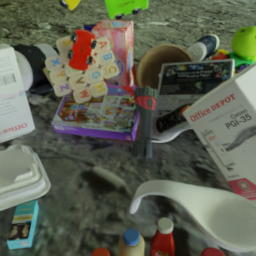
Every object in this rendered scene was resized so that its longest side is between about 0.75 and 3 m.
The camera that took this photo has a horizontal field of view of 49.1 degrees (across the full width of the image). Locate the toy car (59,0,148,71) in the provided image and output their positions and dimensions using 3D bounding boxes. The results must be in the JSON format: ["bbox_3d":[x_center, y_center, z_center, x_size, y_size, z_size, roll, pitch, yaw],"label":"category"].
[{"bbox_3d":[-0.789,-3.294,7.904,2.715,2.885,0.643,-15,29,3],"label":"toy car"}]

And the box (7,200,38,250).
[{"bbox_3d":[-2.185,1.997,5.862,0.422,0.252,1.025,-4,32,-6],"label":"box"}]

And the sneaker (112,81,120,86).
[{"bbox_3d":[-0.521,-0.908,9.681,0.714,0.835,1.917,-2,39,-1],"label":"sneaker"}]

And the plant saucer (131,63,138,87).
[{"bbox_3d":[0.322,-1.717,10.585,0.193,1.051,1.053,-13,48,2],"label":"plant saucer"}]

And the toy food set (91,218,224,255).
[{"bbox_3d":[0.696,2.301,4.606,2.562,1.153,1.223,6,34,9],"label":"toy food set"}]

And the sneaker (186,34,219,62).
[{"bbox_3d":[2.411,-2.591,10.252,1.524,2.081,0.838,-37,89,-36],"label":"sneaker"}]

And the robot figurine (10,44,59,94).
[{"bbox_3d":[-3.784,-2.411,11.186,1.996,1.657,2.656,18,33,34],"label":"robot figurine"}]

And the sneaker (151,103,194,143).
[{"bbox_3d":[1.409,-0.251,8.031,2.392,0.949,0.884,-18,61,20],"label":"sneaker"}]

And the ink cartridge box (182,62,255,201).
[{"bbox_3d":[2.631,0.179,6.068,1.051,1.861,2.540,-32,87,-29],"label":"ink cartridge box"}]

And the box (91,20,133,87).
[{"bbox_3d":[-0.532,-2.551,10.532,1.236,2.610,1.339,7,36,10],"label":"box"}]

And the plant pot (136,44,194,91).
[{"bbox_3d":[1.235,-1.816,9.679,2.041,2.041,0.942,-4,12,-6],"label":"plant pot"}]

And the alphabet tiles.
[{"bbox_3d":[-1.457,-1.907,8.728,2.107,2.155,0.157,-19,-5,2],"label":"alphabet tiles"}]

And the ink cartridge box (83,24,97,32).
[{"bbox_3d":[-1.119,-3.301,11.828,1.366,2.885,0.535,-4,71,-6],"label":"ink cartridge box"}]

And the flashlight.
[{"bbox_3d":[0.411,-0.117,7.770,0.687,0.685,2.023,0,74,21],"label":"flashlight"}]

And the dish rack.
[{"bbox_3d":[-3.349,1.170,6.659,2.577,0.561,2.212,-15,29,-24],"label":"dish rack"}]

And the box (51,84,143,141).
[{"bbox_3d":[-0.896,-0.568,8.838,2.576,0.504,1.763,7,59,14],"label":"box"}]

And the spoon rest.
[{"bbox_3d":[1.415,1.693,5.811,2.812,0.852,1.397,10,35,16],"label":"spoon rest"}]

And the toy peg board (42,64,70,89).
[{"bbox_3d":[-2.472,-2.024,10.729,0.562,1.149,1.144,-13,27,31],"label":"toy peg board"}]

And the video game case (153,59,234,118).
[{"bbox_3d":[2.013,-1.101,8.796,2.327,0.272,2.116,3,73,29],"label":"video game case"}]

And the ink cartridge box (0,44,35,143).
[{"bbox_3d":[-4.033,-0.908,8.069,1.895,2.607,1.141,-22,32,-28],"label":"ink cartridge box"}]

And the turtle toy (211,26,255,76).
[{"bbox_3d":[3.507,-1.874,9.336,2.162,2.967,1.500,38,24,31],"label":"turtle toy"}]
